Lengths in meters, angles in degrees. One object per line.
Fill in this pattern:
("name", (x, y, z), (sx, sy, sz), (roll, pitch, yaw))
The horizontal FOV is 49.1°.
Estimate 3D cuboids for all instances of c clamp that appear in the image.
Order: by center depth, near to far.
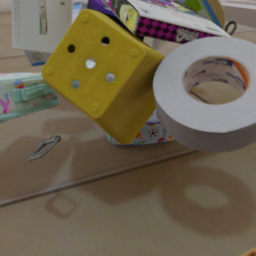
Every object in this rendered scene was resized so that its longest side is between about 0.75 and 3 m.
("c clamp", (-1.800, 0.377, 6.144), (1.064, 0.144, 0.909), (-12, 29, 52))

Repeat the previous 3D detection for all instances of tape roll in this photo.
("tape roll", (1.742, -0.734, 5.673), (2.415, 0.798, 2.415), (-7, 57, 10))

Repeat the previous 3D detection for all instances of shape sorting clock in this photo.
("shape sorting clock", (2.307, -3.784, 9.539), (2.104, 2.104, 0.413), (21, 56, 29))

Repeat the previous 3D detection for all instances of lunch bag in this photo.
("lunch bag", (-3.219, -0.794, 7.131), (2.282, 1.097, 2.845), (3, 16, 16))
("lunch bag", (0.361, -0.238, 9.636), (2.424, 0.916, 1.942), (-1, 30, -3))

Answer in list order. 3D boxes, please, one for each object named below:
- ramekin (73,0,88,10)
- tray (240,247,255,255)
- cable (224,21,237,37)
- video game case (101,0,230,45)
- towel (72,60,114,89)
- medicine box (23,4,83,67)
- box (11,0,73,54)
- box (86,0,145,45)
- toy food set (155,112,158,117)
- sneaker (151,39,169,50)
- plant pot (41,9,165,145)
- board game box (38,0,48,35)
("ramekin", (-2.052, -4.992, 11.811), (1.237, 1.237, 0.576), (-4, 51, -6))
("tray", (1.815, 3.047, 4.820), (2.179, 0.403, 1.075), (-16, 35, -25))
("cable", (2.497, -2.291, 7.519), (0.306, 1.215, 0.590), (4, 43, -55))
("video game case", (0.877, -2.888, 7.192), (2.811, 0.503, 2.548), (0, 41, -31))
("towel", (-2.309, -2.629, 13.675), (2.377, 0.669, 2.777), (-24, 39, -32))
("medicine box", (-2.734, -3.581, 10.813), (2.049, 1.158, 2.250), (-5, 50, 9))
("box", (-2.500, -3.138, 8.320), (1.606, 1.597, 1.049), (5, 25, -9))
("box", (-0.473, -4.189, 10.202), (2.085, 1.165, 2.954), (12, 44, -15))
("toy food set", (1.301, -0.301, 7.444), (1.090, 0.219, 0.753), (-19, 76, -38))
("sneaker", (2.128, -4.043, 11.294), (1.213, 2.865, 1.043), (52, 33, 10))
("plant pot", (-0.494, -1.271, 6.738), (2.539, 2.538, 2.239), (38, 7, 12))
("board game box", (-2.206, -2.958, 7.266), (0.175, 1.014, 0.640), (1, 22, -11))
